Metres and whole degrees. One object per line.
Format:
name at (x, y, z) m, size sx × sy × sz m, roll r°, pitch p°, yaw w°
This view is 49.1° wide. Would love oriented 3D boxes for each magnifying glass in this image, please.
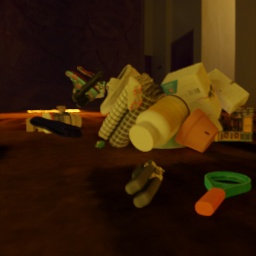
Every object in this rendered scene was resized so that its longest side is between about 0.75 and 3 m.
magnifying glass at (1.733, 1.156, 5.266) m, size 0.902 × 0.254 × 2.266 m, roll 4°, pitch 7°, yaw 30°

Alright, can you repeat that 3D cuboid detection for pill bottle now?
pill bottle at (-3.687, -0.333, 15.648) m, size 1.965 × 1.175 × 1.175 m, roll -4°, pitch 7°, yaw -39°
pill bottle at (1.053, -0.169, 9.355) m, size 1.257 × 1.257 × 2.245 m, roll 5°, pitch 30°, yaw 40°

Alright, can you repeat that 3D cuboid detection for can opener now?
can opener at (-1.148, -1.150, 7.966) m, size 0.525 × 1.336 × 0.423 m, roll 32°, pitch 31°, yaw -26°
can opener at (0.328, 1.068, 5.522) m, size 0.656 × 0.520 × 1.975 m, roll -35°, pitch -3°, yaw 12°

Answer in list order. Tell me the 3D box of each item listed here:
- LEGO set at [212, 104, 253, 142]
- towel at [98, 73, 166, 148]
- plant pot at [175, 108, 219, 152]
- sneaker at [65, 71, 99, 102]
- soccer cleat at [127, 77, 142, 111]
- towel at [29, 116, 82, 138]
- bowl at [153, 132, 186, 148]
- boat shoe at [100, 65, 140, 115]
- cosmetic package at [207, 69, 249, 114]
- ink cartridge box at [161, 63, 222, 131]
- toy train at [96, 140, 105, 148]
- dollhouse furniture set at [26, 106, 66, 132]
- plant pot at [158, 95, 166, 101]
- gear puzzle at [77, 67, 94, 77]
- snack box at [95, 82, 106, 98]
LEGO set at (4.593, -0.376, 13.142) m, size 2.295 × 1.729 × 2.985 m, roll 1°, pitch 6°, yaw 15°
towel at (0.265, -0.700, 11.132) m, size 1.277 × 2.471 × 2.984 m, roll 34°, pitch 22°, yaw 5°
plant pot at (2.427, 0.181, 9.644) m, size 0.988 × 1.411 × 1.411 m, roll 38°, pitch 21°, yaw 21°
sneaker at (-1.736, -1.453, 9.885) m, size 1.414 × 0.675 × 0.561 m, roll 39°, pitch 9°, yaw 8°
soccer cleat at (0.179, -1.071, 8.991) m, size 0.476 × 0.532 × 1.372 m, roll -19°, pitch -28°, yaw -15°
towel at (-2.471, -0.050, 9.993) m, size 1.382 × 0.464 × 1.871 m, roll 21°, pitch -1°, yaw 8°
bowl at (1.374, 0.112, 11.372) m, size 2.157 × 1.128 × 2.157 m, roll -1°, pitch 6°, yaw 0°
boat shoe at (-0.440, -1.713, 11.983) m, size 2.833 × 0.970 × 1.020 m, roll -51°, pitch 19°, yaw -29°
cosmetic package at (3.908, -1.539, 11.581) m, size 0.944 × 0.688 × 1.858 m, roll -33°, pitch 62°, yaw -17°
ink cartridge box at (2.682, -1.048, 11.220) m, size 1.550 × 2.693 × 0.914 m, roll -12°, pitch 32°, yaw 40°
toy train at (-1.005, 0.578, 10.145) m, size 0.175 × 0.236 × 0.837 m, roll 15°, pitch 3°, yaw 6°
dollhouse furniture set at (-4.901, -0.586, 16.891) m, size 2.133 × 1.417 × 1.869 m, roll 0°, pitch 6°, yaw -3°
plant pot at (2.491, -0.797, 16.673) m, size 2.506 × 2.345 × 2.345 m, roll 25°, pitch 20°, yaw 38°
gear puzzle at (-1.429, -1.917, 9.474) m, size 0.505 × 0.128 × 0.975 m, roll 17°, pitch 15°, yaw -39°
snack box at (-1.237, -1.582, 11.689) m, size 0.515 × 0.164 × 0.887 m, roll -7°, pitch 45°, yaw 12°
